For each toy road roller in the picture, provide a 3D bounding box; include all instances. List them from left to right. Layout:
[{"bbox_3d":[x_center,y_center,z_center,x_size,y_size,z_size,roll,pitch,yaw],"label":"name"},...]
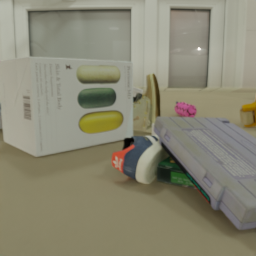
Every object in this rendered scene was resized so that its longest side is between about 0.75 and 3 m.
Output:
[{"bbox_3d":[4.736,-0.635,10.244,1.300,0.799,0.949,-11,28,15],"label":"toy road roller"}]

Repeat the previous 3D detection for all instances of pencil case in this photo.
[{"bbox_3d":[2.631,-0.849,12.823,0.653,0.633,1.394,-43,20,-1],"label":"pencil case"}]

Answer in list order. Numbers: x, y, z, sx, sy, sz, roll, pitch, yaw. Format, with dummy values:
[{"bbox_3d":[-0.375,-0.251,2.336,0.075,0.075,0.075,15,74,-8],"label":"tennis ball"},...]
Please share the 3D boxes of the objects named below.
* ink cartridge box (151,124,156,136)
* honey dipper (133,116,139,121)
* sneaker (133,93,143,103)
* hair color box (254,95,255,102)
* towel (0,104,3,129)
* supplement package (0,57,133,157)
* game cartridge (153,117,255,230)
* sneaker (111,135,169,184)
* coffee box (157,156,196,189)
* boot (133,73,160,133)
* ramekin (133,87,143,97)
[{"bbox_3d":[1.442,0.193,7.449,1.392,0.585,1.016,-5,14,-24],"label":"ink cartridge box"},{"bbox_3d":[-0.107,-0.116,8.828,1.154,0.219,0.219,-27,-7,36],"label":"honey dipper"},{"bbox_3d":[0.581,-1.090,13.864,0.913,0.869,2.304,19,-5,-8],"label":"sneaker"},{"bbox_3d":[5.416,-0.809,11.272,0.627,1.146,0.372,10,0,44],"label":"hair color box"},{"bbox_3d":[-4.254,-0.451,9.403,1.470,0.629,1.217,-30,-7,33],"label":"towel"},{"bbox_3d":[-1.686,-0.747,7.864,2.993,2.272,2.255,-9,14,-41],"label":"supplement package"},{"bbox_3d":[1.609,0.510,4.509,1.689,0.500,2.605,-4,27,-18],"label":"game cartridge"},{"bbox_3d":[0.404,0.409,5.672,0.889,0.788,2.103,14,16,25],"label":"sneaker"},{"bbox_3d":[1.324,0.709,5.367,0.995,0.356,1.619,7,13,28],"label":"coffee box"},{"bbox_3d":[0.258,-0.763,9.051,1.511,1.954,0.704,2,21,17],"label":"boot"},{"bbox_3d":[-0.309,-2.038,16.749,2.195,1.152,2.195,17,9,-3],"label":"ramekin"}]
